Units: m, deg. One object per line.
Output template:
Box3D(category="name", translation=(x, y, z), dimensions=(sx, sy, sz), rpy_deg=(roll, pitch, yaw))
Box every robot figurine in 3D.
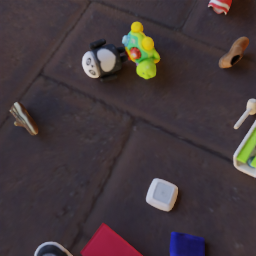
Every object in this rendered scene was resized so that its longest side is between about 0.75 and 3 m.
Box3D(category="robot figurine", translation=(-0.751, -2.156, 8.973), dimensions=(1.421, 0.887, 1.068), rpy_deg=(-21, 66, -9))

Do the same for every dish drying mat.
Box3D(category="dish drying mat", translation=(0.024, 3.482, 6.865), dimensions=(2.407, 0.219, 0.924), rpy_deg=(37, 77, 10))

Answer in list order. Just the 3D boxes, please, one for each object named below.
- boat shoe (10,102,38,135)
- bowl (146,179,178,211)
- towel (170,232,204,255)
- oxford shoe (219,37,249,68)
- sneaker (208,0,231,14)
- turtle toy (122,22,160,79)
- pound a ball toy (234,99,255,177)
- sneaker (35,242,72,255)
Box3D(category="boat shoe", translation=(-3.164, -0.202, 8.442), dimensions=(0.464, 0.463, 1.255), rpy_deg=(-38, 65, -1))
Box3D(category="bowl", translation=(0.946, 1.802, 7.644), dimensions=(0.771, 0.288, 0.770), rpy_deg=(22, 70, 7))
Box3D(category="towel", translation=(1.390, 3.314, 6.824), dimensions=(1.024, 0.344, 1.387), rpy_deg=(20, 63, -22))
Box3D(category="oxford shoe", translation=(3.619, -2.469, 9.230), dimensions=(1.375, 0.490, 0.490), rpy_deg=(-50, 32, -10))
Box3D(category="sneaker", translation=(3.641, -4.986, 10.353), dimensions=(0.785, 1.240, 2.205), rpy_deg=(29, 40, 14))
Box3D(category="turtle toy", translation=(0.436, -2.403, 8.985), dimensions=(0.906, 1.307, 1.793), rpy_deg=(-32, 70, 8))
Box3D(category="pound a ball toy", translation=(3.701, 0.284, 8.098), dimensions=(1.344, 0.876, 2.061), rpy_deg=(25, 67, 37))
Box3D(category="sneaker", translation=(-1.507, 3.898, 6.016), dimensions=(1.086, 1.638, 2.878), rpy_deg=(-19, 68, -8))
